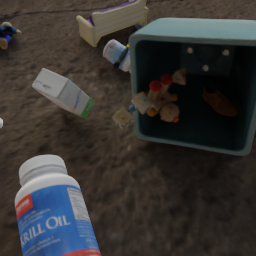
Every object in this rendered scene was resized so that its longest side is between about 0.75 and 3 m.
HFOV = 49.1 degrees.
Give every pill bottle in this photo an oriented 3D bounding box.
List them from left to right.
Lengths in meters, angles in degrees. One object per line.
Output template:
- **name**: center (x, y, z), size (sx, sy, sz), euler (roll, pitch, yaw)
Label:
- **pill bottle**: center (-1.427, 1.691, 5.319), size (1.271, 1.271, 2.265), euler (-17, 55, -15)
- **pill bottle**: center (-0.174, -2.363, 9.462), size (1.266, 0.688, 0.688), euler (38, 56, 11)

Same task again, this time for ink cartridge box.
- **ink cartridge box**: center (-1.716, -0.904, 7.587), size (1.027, 1.413, 0.618), euler (25, 83, 28)

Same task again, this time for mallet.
- **mallet**: center (0.037, -2.102, 7.108), size (0.379, 0.606, 1.839), euler (31, 38, -8)

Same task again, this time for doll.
- **doll**: center (-4.798, -3.603, 10.873), size (1.276, 0.453, 1.870), euler (-13, 42, -1)

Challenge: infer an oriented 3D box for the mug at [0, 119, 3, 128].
- **mug**: center (-4.030, -0.144, 7.465), size (1.149, 0.967, 1.310), euler (29, 23, 37)

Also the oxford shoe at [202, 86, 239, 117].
- **oxford shoe**: center (2.490, -0.749, 7.677), size (0.445, 0.445, 1.247), euler (-35, 51, -13)

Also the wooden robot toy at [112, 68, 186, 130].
- **wooden robot toy**: center (0.769, -0.515, 6.442), size (2.177, 0.959, 0.988), euler (-35, 80, -19)

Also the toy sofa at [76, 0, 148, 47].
- **toy sofa**: center (-0.584, -4.357, 11.000), size (2.695, 1.315, 1.116), euler (-29, 54, -23)

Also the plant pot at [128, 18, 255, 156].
- **plant pot**: center (1.865, -1.465, 7.208), size (2.829, 2.821, 2.881), euler (9, 40, 17)
